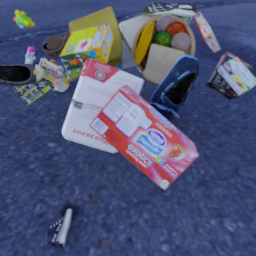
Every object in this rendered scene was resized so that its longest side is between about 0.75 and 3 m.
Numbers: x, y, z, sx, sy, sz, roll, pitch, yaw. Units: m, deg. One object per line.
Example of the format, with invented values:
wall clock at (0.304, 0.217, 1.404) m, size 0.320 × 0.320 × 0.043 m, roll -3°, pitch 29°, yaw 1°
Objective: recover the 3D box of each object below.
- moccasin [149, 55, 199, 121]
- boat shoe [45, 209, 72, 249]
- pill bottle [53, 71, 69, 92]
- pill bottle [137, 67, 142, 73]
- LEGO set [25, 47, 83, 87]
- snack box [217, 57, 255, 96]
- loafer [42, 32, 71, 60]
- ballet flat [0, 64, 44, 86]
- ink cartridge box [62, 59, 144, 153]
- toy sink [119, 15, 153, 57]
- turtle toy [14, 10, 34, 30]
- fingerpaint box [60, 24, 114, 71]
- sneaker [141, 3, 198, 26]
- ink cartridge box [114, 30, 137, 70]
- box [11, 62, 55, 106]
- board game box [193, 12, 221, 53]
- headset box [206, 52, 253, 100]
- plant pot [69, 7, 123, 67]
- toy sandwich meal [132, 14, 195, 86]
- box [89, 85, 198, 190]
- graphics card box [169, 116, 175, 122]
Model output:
moccasin at (1.309, -0.977, 8.642) m, size 1.052 × 2.615 × 0.892 m, roll 9°, pitch 43°, yaw -12°
boat shoe at (-1.907, 2.707, 7.689) m, size 0.528 × 0.425 × 1.138 m, roll 8°, pitch 37°, yaw -1°
pill bottle at (-3.899, -2.525, 14.490) m, size 1.771 × 0.996 × 0.996 m, roll 32°, pitch 46°, yaw 32°
pill bottle at (0.837, -2.929, 12.522) m, size 0.498 × 0.498 × 0.938 m, roll 19°, pitch 59°, yaw 24°
LEGO set at (-2.330, -2.239, 10.207) m, size 2.682 × 0.998 × 1.234 m, roll 3°, pitch 69°, yaw -27°
snack box at (3.589, -1.693, 9.155) m, size 0.806 × 0.300 × 1.133 m, roll -29°, pitch 75°, yaw -25°
loafer at (-2.865, -3.265, 11.132) m, size 0.766 × 0.788 × 2.158 m, roll 24°, pitch -19°, yaw -33°
ballet flat at (-3.613, -1.638, 8.586) m, size 2.112 × 0.702 × 0.600 m, roll -9°, pitch 3°, yaw -30°
ink cartridge box at (-0.807, -0.651, 8.404) m, size 1.729 × 2.355 × 0.976 m, roll 19°, pitch 6°, yaw -20°
toy sink at (0.451, -3.869, 11.879) m, size 1.942 × 1.266 × 1.088 m, roll -31°, pitch 2°, yaw -28°
turtle toy at (-3.762, -3.826, 10.125) m, size 0.643 × 0.446 × 0.883 m, roll 48°, pitch 17°, yaw -2°
fingerpaint box at (-1.359, -2.782, 9.635) m, size 1.454 × 0.639 × 1.742 m, roll -8°, pitch 43°, yaw 14°
sneaker at (1.632, -4.400, 11.280) m, size 2.235 × 0.990 × 0.859 m, roll -1°, pitch 45°, yaw -6°
ink cartridge box at (0.097, -3.816, 13.351) m, size 2.219 × 0.929 × 1.610 m, roll -14°, pitch 74°, yaw -5°
box at (-3.714, -1.683, 10.829) m, size 1.467 × 1.175 × 0.325 m, roll -27°, pitch 22°, yaw 26°
board game box at (3.219, -3.879, 11.405) m, size 0.324 × 1.061 × 1.401 m, roll -29°, pitch 54°, yaw 27°
headset box at (3.656, -1.915, 10.054) m, size 1.082 × 1.456 × 0.546 m, roll 30°, pitch -6°, yaw -4°
plant pot at (-1.174, -3.462, 11.807) m, size 1.892 × 1.879 × 1.935 m, roll -27°, pitch 85°, yaw -12°
toy sandwich meal at (1.346, -2.848, 10.489) m, size 2.669 × 2.669 × 0.914 m, roll -2°, pitch 21°, yaw -2°
box at (0.433, 0.184, 7.259) m, size 2.530 × 1.261 × 1.208 m, roll 40°, pitch 15°, yaw -2°
graphics card box at (1.277, -0.471, 12.132) m, size 1.002 × 0.406 × 1.597 m, roll 22°, pitch 40°, yaw 27°
